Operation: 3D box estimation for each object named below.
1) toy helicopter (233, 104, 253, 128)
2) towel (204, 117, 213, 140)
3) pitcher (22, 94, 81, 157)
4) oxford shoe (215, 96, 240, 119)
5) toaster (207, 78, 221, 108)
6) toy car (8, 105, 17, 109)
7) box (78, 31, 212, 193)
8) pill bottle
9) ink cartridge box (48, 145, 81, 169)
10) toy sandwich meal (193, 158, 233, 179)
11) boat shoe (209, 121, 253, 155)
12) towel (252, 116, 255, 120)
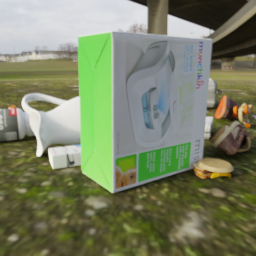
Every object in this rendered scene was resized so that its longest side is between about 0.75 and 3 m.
[{"bbox_3d":[4.659,-0.553,10.975,0.523,0.877,1.326,-5,15,44],"label":"toy helicopter"},{"bbox_3d":[2.268,0.006,9.486,1.114,0.576,1.345,3,15,19],"label":"towel"},{"bbox_3d":[-1.674,-0.354,8.168,2.445,1.482,2.097,-12,57,-31],"label":"pitcher"},{"bbox_3d":[4.388,-0.797,11.989,0.972,0.954,2.680,26,23,17],"label":"oxford shoe"},{"bbox_3d":[3.648,-1.899,15.476,1.887,1.660,2.922,-5,16,-6],"label":"toaster"},{"bbox_3d":[-4.483,-0.483,10.546,0.707,0.799,0.737,14,-8,-25],"label":"toy car"},{"bbox_3d":[0.364,-0.461,6.127,2.595,2.941,1.422,-8,16,-34],"label":"box"},{"bbox_3d":[-3.843,-0.095,8.856,1.762,1.003,1.003,-6,14,-22],"label":"pill bottle"},{"bbox_3d":[-1.473,0.696,6.848,0.845,0.356,0.611,-5,15,-22],"label":"ink cartridge box"},{"bbox_3d":[1.875,0.913,6.156,0.849,0.291,0.849,3,13,-1],"label":"toy sandwich meal"},{"bbox_3d":[2.979,0.363,7.789,0.819,0.821,2.276,43,20,22],"label":"boat shoe"},{"bbox_3d":[5.923,-0.451,12.492,0.588,0.093,0.819,1,13,9],"label":"towel"}]
